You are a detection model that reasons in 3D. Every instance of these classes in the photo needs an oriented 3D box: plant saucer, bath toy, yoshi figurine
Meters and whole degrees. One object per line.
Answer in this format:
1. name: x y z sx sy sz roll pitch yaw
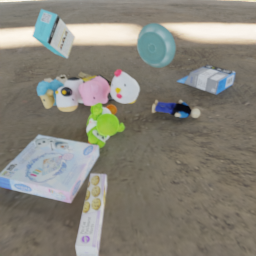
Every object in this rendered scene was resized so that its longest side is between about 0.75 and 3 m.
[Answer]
1. plant saucer: 1.045 -3.304 11.487 1.828 1.828 0.329 20 40 29
2. bath toy: -1.178 -1.127 8.390 2.985 1.103 1.298 -2 58 19
3. yoshi figurine: -0.798 -0.336 10.059 1.430 1.425 2.545 5 35 -4

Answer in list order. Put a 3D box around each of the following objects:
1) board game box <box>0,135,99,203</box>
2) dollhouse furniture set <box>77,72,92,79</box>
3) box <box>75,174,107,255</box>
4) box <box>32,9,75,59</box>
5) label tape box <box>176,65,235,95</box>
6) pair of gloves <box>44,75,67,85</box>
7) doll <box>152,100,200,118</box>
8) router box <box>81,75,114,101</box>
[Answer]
1. board game box: -2.276 1.126 8.471 2.183 0.476 2.194 8 33 13
2. dollhouse furniture set: -2.308 -2.395 14.384 0.813 0.452 0.719 27 65 35
3. box: -0.862 2.066 6.981 0.482 0.450 2.326 1 32 2
4. box: -2.798 -3.528 10.844 0.619 1.036 2.518 21 2 3
5. label tape box: 3.908 -2.593 14.237 2.327 0.737 1.678 27 41 36
6. pair of gloves: -3.741 -2.449 14.514 1.181 0.207 1.004 -11 34 -16
7. doll: 2.011 -0.780 11.574 1.907 0.462 1.301 11 34 18
8. router box: -1.544 -1.813 13.166 1.571 0.522 1.999 -19 37 -28
